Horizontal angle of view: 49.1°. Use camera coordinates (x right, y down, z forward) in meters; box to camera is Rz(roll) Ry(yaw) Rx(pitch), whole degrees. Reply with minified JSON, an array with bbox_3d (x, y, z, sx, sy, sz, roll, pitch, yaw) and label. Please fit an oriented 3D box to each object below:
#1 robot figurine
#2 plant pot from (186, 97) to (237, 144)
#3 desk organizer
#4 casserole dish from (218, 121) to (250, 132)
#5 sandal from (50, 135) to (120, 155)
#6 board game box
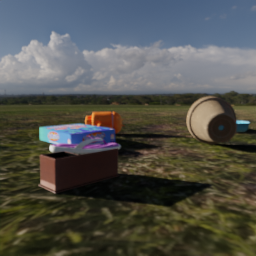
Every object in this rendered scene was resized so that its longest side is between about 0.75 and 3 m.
[{"bbox_3d":[-1.183,-0.232,14.525,2.018,1.177,1.451,-2,-17,-4],"label":"robot figurine"},{"bbox_3d":[3.321,-0.141,10.680,1.942,1.942,1.694,0,13,2],"label":"plant pot"},{"bbox_3d":[-1.048,0.865,6.326,0.642,0.690,1.791,8,9,43],"label":"desk organizer"},{"bbox_3d":[5.506,-0.094,16.042,2.834,0.550,1.716,1,6,-1],"label":"casserole dish"},{"bbox_3d":[-1.447,0.557,9.665,2.442,0.600,0.994,-1,6,-13],"label":"sandal"},{"bbox_3d":[-2.193,0.296,11.822,2.083,0.616,2.739,-7,9,-41],"label":"board game box"}]
